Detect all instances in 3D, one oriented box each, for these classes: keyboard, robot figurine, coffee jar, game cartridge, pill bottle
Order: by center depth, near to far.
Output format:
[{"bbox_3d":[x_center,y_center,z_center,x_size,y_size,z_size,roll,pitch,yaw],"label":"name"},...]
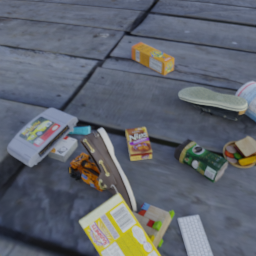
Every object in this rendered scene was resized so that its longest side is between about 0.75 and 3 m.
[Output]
[{"bbox_3d":[1.787,3.159,6.967,0.597,0.113,2.121,-5,41,-5],"label":"keyboard"},{"bbox_3d":[-1.167,1.309,8.796,1.521,0.443,1.103,27,48,25],"label":"robot figurine"},{"bbox_3d":[2.290,1.009,8.970,1.591,0.679,0.830,32,45,30],"label":"coffee jar"},{"bbox_3d":[-2.981,0.222,9.631,1.495,0.459,2.246,18,55,36],"label":"game cartridge"},{"bbox_3d":[5.202,-0.719,10.541,1.225,1.225,2.252,-20,45,-21],"label":"pill bottle"}]

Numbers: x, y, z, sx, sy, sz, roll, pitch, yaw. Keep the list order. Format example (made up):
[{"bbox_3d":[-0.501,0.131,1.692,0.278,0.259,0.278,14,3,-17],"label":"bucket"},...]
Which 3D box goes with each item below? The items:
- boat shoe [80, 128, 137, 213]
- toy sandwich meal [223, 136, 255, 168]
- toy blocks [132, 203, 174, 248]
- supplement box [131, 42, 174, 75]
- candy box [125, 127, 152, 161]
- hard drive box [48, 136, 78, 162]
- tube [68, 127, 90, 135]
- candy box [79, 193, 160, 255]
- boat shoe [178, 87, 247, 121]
[{"bbox_3d":[-0.564,1.284,7.998,0.777,0.938,2.611,-22,75,-12],"label":"boat shoe"},{"bbox_3d":[3.791,0.793,9.323,1.234,0.423,1.234,-1,49,1],"label":"toy sandwich meal"},{"bbox_3d":[0.399,2.573,7.276,1.015,0.742,1.484,14,52,34],"label":"toy blocks"},{"bbox_3d":[1.207,-3.492,14.056,0.771,0.797,2.318,-33,54,-29],"label":"supplement box"},{"bbox_3d":[0.349,0.537,9.771,0.749,0.362,1.283,-6,40,-6],"label":"candy box"},{"bbox_3d":[-2.242,0.698,9.608,0.666,0.328,0.855,16,43,16],"label":"hard drive box"},{"bbox_3d":[-1.815,0.109,10.344,0.832,0.322,0.210,0,6,2],"label":"tube"},{"bbox_3d":[-0.060,2.711,6.350,1.116,0.288,2.183,-33,83,-11],"label":"candy box"},{"bbox_3d":[3.252,-0.947,11.103,2.786,0.867,1.039,20,47,31],"label":"boat shoe"}]
